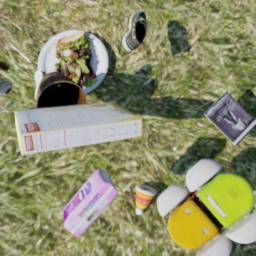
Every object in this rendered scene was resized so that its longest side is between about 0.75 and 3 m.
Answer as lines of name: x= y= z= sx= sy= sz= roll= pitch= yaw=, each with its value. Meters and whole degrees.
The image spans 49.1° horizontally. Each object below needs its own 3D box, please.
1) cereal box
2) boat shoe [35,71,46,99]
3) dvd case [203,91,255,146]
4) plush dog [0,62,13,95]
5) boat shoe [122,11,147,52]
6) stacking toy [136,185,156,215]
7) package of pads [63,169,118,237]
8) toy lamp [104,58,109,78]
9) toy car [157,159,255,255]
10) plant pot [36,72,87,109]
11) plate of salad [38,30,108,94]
cereal box: x=-1.374 y=-0.110 z=7.370 sx=2.930 sy=2.108 sz=0.579 roll=-8 pitch=110 yaw=-21
boat shoe: x=-3.242 y=-1.495 z=10.594 sx=0.464 sy=0.388 sz=1.298 roll=4 pitch=99 yaw=22
dvd case: x=3.432 y=-0.308 z=9.341 sx=1.125 sy=0.121 sz=1.513 roll=-44 pitch=87 yaw=-6
plush dog: x=-3.398 y=-1.303 z=6.847 sx=0.795 sy=0.991 sz=0.851 roll=27 pitch=111 yaw=33
boat shoe: x=0.372 y=-3.365 z=9.547 sx=0.671 sy=0.567 sz=1.882 roll=40 pitch=52 yaw=-34
stacking toy: x=0.518 y=2.567 z=9.808 sx=0.741 sy=0.741 sz=1.015 roll=15 pitch=98 yaw=3
package of pads: x=-0.914 y=1.738 z=6.641 sx=0.546 sy=0.869 sz=1.442 roll=41 pitch=90 yaw=-19
toy lamp: x=-0.888 y=-2.369 z=10.925 sx=0.226 sy=0.226 sz=0.776 roll=10 pitch=79 yaw=2
toy car: x=2.047 y=1.934 z=6.873 sx=2.280 sy=1.709 sz=1.995 roll=-47 pitch=72 yaw=22
plant pot: x=-2.244 y=-1.104 z=8.855 sx=1.491 sy=1.491 sz=1.596 roll=-29 pitch=41 yaw=-6
plate of salad: x=-2.135 y=-2.548 z=10.715 sx=2.741 sy=0.658 sz=2.741 roll=0 pitch=79 yaw=1
